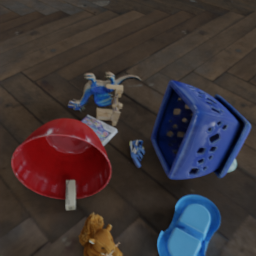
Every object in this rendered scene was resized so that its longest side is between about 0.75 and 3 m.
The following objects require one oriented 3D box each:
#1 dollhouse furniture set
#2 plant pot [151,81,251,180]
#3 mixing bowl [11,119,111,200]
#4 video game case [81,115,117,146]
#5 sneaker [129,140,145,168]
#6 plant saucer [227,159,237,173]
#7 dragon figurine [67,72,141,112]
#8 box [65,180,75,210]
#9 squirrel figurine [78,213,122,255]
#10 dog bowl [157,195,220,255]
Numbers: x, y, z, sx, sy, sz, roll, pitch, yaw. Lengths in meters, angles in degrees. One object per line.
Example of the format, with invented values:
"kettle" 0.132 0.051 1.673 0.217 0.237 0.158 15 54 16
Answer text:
"dollhouse furniture set" -0.703 -0.792 10.447 0.725 1.639 0.849 4 53 -15
"plant pot" 2.245 0.120 8.867 2.152 2.394 2.394 8 28 -16
"mixing bowl" -1.862 0.749 8.433 2.767 2.767 1.499 0 40 0
"video game case" -1.578 0.421 10.411 1.455 0.183 2.032 25 51 23
"sneaker" 0.342 0.860 9.722 0.473 0.425 1.150 -17 48 10
"plant saucer" 3.314 1.114 9.766 0.958 0.185 0.958 0 47 0
"dragon figurine" -0.988 -1.427 11.273 2.938 1.460 0.865 -7 27 -10
"box" -1.762 2.051 8.574 0.292 0.351 0.853 -1 49 -10
"squirrel figurine" -0.805 2.922 7.214 0.988 1.303 1.397 -27 54 -27
"dog bowl" 1.667 2.947 7.760 1.275 0.567 2.288 24 51 21
